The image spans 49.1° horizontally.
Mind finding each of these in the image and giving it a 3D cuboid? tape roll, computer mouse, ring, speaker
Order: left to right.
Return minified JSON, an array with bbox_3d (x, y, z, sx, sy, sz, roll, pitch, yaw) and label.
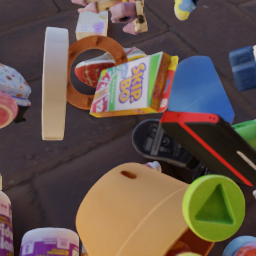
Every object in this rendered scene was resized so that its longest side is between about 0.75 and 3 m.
[{"bbox_3d":[-1.420,-0.826,5.470,0.395,2.164,2.164,2,53,-15],"label":"tape roll"},{"bbox_3d":[-1.216,-1.882,9.278,2.550,0.245,2.550,-2,81,14],"label":"ring"},{"bbox_3d":[1.342,0.568,7.794,2.613,0.689,1.809,20,89,27],"label":"computer mouse"},{"bbox_3d":[3.141,0.389,8.004,2.104,0.931,0.931,-16,56,-11],"label":"speaker"}]

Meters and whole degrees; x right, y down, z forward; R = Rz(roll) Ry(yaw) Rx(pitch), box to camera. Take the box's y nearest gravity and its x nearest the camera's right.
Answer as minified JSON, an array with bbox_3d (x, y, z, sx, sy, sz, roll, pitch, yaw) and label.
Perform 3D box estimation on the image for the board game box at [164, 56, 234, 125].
[{"bbox_3d":[1.701,-0.615,6.693,0.408,1.656,2.096,-6,71,-37],"label":"board game box"}]

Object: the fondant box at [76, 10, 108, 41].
[{"bbox_3d":[-1.471,-4.262,11.633,1.145,0.462,1.587,1,55,1],"label":"fondant box"}]

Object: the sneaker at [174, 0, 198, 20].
[{"bbox_3d":[1.750,-3.975,8.431,0.545,0.756,1.440,11,65,-43],"label":"sneaker"}]

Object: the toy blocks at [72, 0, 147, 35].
[{"bbox_3d":[-0.617,-3.518,7.433,1.966,2.183,2.336,-8,88,7],"label":"toy blocks"}]

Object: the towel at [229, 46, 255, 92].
[{"bbox_3d":[3.249,-1.633,7.779,0.657,0.285,1.176,-14,85,20],"label":"towel"}]

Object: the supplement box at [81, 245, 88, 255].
[{"bbox_3d":[-0.368,2.972,6.367,1.365,0.502,0.860,3,53,3],"label":"supplement box"}]

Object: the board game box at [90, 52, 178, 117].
[{"bbox_3d":[0.019,-0.853,6.022,2.416,0.362,1.154,0,72,50],"label":"board game box"}]

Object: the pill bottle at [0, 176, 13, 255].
[{"bbox_3d":[-3.416,2.344,6.128,1.654,1.654,2.946,-13,55,-10],"label":"pill bottle"}]

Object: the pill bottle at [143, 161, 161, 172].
[{"bbox_3d":[0.510,1.219,7.689,0.763,0.428,0.428,-24,58,-15],"label":"pill bottle"}]

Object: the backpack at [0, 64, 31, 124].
[{"bbox_3d":[-2.982,-0.875,6.351,1.317,1.383,1.065,43,102,26],"label":"backpack"}]

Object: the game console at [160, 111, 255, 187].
[{"bbox_3d":[1.797,0.427,5.480,2.258,1.997,0.350,39,77,-19],"label":"game console"}]

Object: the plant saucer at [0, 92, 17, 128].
[{"bbox_3d":[-2.814,-0.300,5.771,1.034,1.034,0.262,-19,56,-13],"label":"plant saucer"}]

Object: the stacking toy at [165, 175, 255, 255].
[{"bbox_3d":[0.971,1.135,2.894,1.422,0.601,1.288,9,85,-13],"label":"stacking toy"}]

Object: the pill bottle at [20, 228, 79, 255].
[{"bbox_3d":[-1.661,3.304,5.678,1.243,1.243,2.215,-3,54,-2],"label":"pill bottle"}]

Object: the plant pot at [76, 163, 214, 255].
[{"bbox_3d":[0.202,1.346,3.696,1.890,1.890,1.323,-38,52,-24],"label":"plant pot"}]

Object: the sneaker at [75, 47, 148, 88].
[{"bbox_3d":[-0.574,-2.206,9.910,2.695,1.049,1.107,-15,51,-22],"label":"sneaker"}]

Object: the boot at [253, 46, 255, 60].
[{"bbox_3d":[3.040,-0.634,4.948,2.417,0.875,1.743,-14,92,-43],"label":"boot"}]
